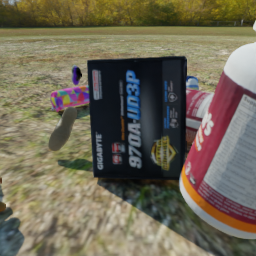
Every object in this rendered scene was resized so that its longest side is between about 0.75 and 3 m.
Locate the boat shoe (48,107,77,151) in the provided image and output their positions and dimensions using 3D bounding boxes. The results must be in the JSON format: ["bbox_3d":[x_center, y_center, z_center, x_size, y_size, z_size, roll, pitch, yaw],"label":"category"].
[{"bbox_3d":[-1.462,0.031,6.341,0.382,1.063,0.345,23,-8,-7],"label":"boat shoe"}]

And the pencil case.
[{"bbox_3d":[-1.859,-1.015,9.519,1.584,0.700,0.700,-21,30,-37],"label":"pencil case"}]

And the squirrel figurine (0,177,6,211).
[{"bbox_3d":[-2.532,0.903,4.415,0.981,0.916,0.694,-14,26,-31],"label":"squirrel figurine"}]

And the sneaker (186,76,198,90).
[{"bbox_3d":[2.550,-1.818,11.436,0.647,0.720,1.751,-1,20,2],"label":"sneaker"}]

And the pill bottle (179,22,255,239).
[{"bbox_3d":[1.706,-0.083,3.392,1.470,2.684,1.470,11,29,-6],"label":"pill bottle"}]

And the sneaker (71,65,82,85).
[{"bbox_3d":[-2.121,-2.140,11.695,0.435,0.874,0.304,27,43,28],"label":"sneaker"}]

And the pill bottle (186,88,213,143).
[{"bbox_3d":[1.924,-0.175,6.595,2.255,1.288,1.288,21,30,41],"label":"pill bottle"}]

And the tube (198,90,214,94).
[{"bbox_3d":[2.377,-0.516,7.430,0.832,0.745,2.869,27,-3,-43],"label":"tube"}]

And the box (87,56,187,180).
[{"bbox_3d":[0.191,-0.171,5.214,1.759,2.213,0.509,1,11,9],"label":"box"}]
